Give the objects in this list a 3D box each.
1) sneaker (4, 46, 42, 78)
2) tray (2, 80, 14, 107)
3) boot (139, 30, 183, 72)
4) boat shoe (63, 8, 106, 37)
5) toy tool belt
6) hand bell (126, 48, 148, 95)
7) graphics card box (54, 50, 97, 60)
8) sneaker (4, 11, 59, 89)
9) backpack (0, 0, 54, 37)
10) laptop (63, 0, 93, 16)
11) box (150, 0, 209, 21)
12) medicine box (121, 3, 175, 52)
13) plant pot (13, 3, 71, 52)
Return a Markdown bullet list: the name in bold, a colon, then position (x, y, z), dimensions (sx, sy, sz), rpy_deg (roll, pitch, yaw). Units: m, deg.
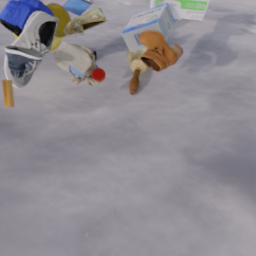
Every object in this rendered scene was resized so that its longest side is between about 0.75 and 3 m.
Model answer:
- **sneaker**: position (-2.337, -1.443, 6.367), dimensions (0.949, 0.686, 0.361), rpy_deg (16, 31, 18)
- **tray**: position (-3.448, -0.987, 8.032), dimensions (0.372, 0.755, 0.140), rpy_deg (11, 16, 39)
- **boot**: position (0.770, -2.519, 9.108), dimensions (1.766, 0.651, 1.367), rpy_deg (31, 52, 24)
- **boat shoe**: position (-1.665, -3.977, 10.750), dimensions (1.692, 0.620, 0.530), rpy_deg (-29, 85, 0)
- **toy tool belt**: position (-1.176, -1.583, 7.388), dimensions (1.482, 0.911, 0.926), rpy_deg (34, 84, 7)
- **hand bell**: position (0.424, -2.591, 13.403), dimensions (1.500, 1.500, 2.880), rpy_deg (6, 50, 8)
- **graphics card box**: position (-2.909, -4.016, 15.577), dimensions (2.007, 0.511, 1.259), rpy_deg (19, 41, 22)
- **sneaker**: position (-3.014, -2.474, 8.770), dimensions (1.076, 2.623, 0.980), rpy_deg (19, -3, 41)
- **backpack**: position (-3.587, -3.844, 9.984), dimensions (1.691, 1.374, 1.419), rpy_deg (24, 81, 32)
- **laptop**: position (-2.187, -5.680, 12.042), dimensions (1.217, 1.300, 0.753), rpy_deg (31, 39, 23)
- **box**: position (2.088, -5.645, 11.863), dimensions (2.243, 1.085, 1.979), rpy_deg (4, 60, -4)
- **medicine box**: position (0.811, -3.897, 10.897), dimensions (1.546, 0.874, 1.698), rpy_deg (-7, 41, 32)
- **plant pot**: position (-3.542, -4.355, 11.950), dimensions (2.154, 2.154, 2.027), rpy_deg (-33, 24, -36)
